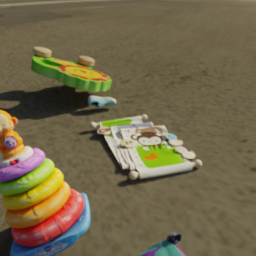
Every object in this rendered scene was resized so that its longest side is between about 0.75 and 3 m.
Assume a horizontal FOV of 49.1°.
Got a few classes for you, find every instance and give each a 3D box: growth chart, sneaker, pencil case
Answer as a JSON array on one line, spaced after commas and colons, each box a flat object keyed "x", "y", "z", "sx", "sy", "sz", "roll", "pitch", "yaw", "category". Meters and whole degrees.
[{"x": 0.410, "y": 0.406, "z": 7.561, "sx": 2.113, "sy": 0.259, "sz": 2.920, "roll": -13, "pitch": 34, "yaw": -22, "category": "growth chart"}, {"x": -0.875, "y": -0.801, "z": 9.360, "sx": 0.949, "sy": 0.351, "sz": 0.389, "roll": 4, "pitch": 54, "yaw": -7, "category": "sneaker"}, {"x": -0.384, "y": 2.330, "z": 3.294, "sx": 2.766, "sy": 1.278, "sz": 1.177, "roll": -15, "pitch": 73, "yaw": -21, "category": "pencil case"}]

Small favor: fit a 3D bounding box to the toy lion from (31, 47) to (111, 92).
[{"x": -2.060, "y": -1.991, "z": 10.133, "sx": 2.746, "sy": 0.943, "sz": 2.632, "roll": 7, "pitch": 24, "yaw": -22, "category": "toy lion"}]

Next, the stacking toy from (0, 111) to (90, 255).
[{"x": -1.632, "y": 0.797, "z": 4.558, "sx": 1.372, "sy": 2.364, "sz": 1.297, "roll": -21, "pitch": 18, "yaw": -4, "category": "stacking toy"}]
